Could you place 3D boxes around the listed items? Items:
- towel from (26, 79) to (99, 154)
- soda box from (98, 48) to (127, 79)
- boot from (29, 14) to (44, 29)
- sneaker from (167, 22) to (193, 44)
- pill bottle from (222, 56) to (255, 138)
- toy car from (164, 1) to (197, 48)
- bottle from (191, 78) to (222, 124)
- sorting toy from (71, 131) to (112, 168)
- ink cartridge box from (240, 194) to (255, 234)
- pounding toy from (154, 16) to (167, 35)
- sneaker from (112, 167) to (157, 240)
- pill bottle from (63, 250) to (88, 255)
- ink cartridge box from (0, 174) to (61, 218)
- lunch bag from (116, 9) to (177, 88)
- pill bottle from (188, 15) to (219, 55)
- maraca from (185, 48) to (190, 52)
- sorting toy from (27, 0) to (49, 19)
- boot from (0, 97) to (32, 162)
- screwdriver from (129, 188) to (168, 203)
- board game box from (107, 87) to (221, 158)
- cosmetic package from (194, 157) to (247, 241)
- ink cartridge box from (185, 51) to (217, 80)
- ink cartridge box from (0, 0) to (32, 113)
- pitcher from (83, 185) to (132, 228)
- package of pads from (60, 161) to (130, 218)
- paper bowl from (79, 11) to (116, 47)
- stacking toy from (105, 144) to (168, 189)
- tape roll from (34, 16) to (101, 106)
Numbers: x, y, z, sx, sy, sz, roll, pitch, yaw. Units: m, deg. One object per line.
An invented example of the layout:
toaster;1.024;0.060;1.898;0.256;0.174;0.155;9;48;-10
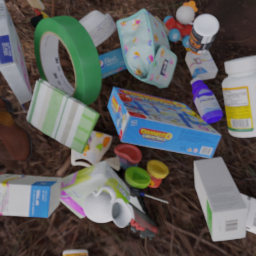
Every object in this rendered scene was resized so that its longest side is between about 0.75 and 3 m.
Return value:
towel;-1.998;-0.332;8.437;2.122;1.583;0.326;30;28;8
soda box;-0.799;-2.403;10.686;2.039;0.654;0.692;-26;86;-21
boot;-2.968;-3.664;9.989;0.920;0.754;0.340;-17;25;8
sneaker;2.372;-4.451;13.508;1.881;0.756;0.812;-13;71;5
pill bottle;3.607;-0.966;8.599;1.287;1.287;2.282;-15;102;-8
toy car;2.092;-3.898;10.188;1.197;1.353;1.247;17;43;-21
bottle;3.196;-1.186;11.729;0.846;0.661;2.026;-13;63;-5
sorting toy;-1.563;0.825;10.744;1.572;0.840;1.415;11;82;6
ink cartridge box;4.070;2.922;9.617;1.372;0.576;0.998;20;64;10
pounding toy;1.224;-3.994;11.224;0.931;1.011;0.719;33;81;-27
sneaker;0.117;2.417;9.543;1.369;0.990;2.802;-43;69;-4
pill bottle;-1.650;4.525;8.661;0.794;0.794;1.365;-2;62;-1
ink cartridge box;-2.979;1.657;7.105;2.289;1.330;0.770;4;89;-2
lunch bag;0.714;-2.459;9.292;1.352;1.889;2.218;-18;83;25
pill bottle;2.249;-2.761;8.576;0.728;1.371;0.728;-1;77;3
maraca;2.919;-3.870;13.107;1.140;0.782;0.610;38;96;9
sorting toy;-3.539;-4.992;10.462;0.380;2.249;1.084;-46;48;-14
boot;-3.857;-0.035;7.728;0.834;2.436;2.293;-22;83;12
screwdriver;0.587;2.078;8.509;1.417;0.198;0.206;11;14;42
board game box;0.840;-0.219;7.742;2.479;0.693;2.428;11;21;-17
cosmetic package;2.577;1.957;8.054;0.915;1.161;2.157;-9;29;3
ink cartridge box;3.285;-2.862;12.663;0.976;0.572;1.351;-12;62;-6
ink cartridge box;-3.861;-2.322;9.554;0.590;2.726;2.677;-16;66;-10
pitcher;-0.600;1.794;6.730;0.740;1.221;1.048;-30;107;-39
package of pads;-1.065;1.823;8.159;1.847;1.427;0.630;-24;33;20
paper bowl;-1.397;-3.672;10.532;1.788;0.930;1.788;-29;30;18
stacking toy;0.168;1.565;9.911;2.038;0.861;1.845;33;32;21
tape roll;-2.058;-2.081;9.244;0.716;2.979;2.979;-25;63;-36
